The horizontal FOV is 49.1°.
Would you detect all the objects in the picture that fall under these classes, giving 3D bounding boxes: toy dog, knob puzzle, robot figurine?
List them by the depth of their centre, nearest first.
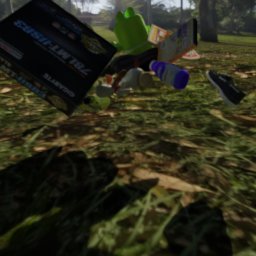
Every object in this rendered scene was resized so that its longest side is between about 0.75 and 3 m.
[{"bbox_3d":[-0.128,-1.582,8.753,1.264,0.923,1.917,-4,14,40],"label":"toy dog"},{"bbox_3d":[2.005,-3.550,11.756,2.632,0.365,2.632,19,37,-15],"label":"knob puzzle"},{"bbox_3d":[0.233,-4.068,12.588,2.120,2.417,1.398,-26,10,-8],"label":"robot figurine"}]

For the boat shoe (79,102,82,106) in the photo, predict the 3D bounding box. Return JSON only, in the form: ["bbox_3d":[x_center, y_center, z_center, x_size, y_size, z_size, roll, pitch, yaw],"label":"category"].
[{"bbox_3d":[-1.731,-0.831,8.295,0.803,0.304,0.242,28,26,17],"label":"boat shoe"}]

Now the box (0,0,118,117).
[{"bbox_3d":[-1.973,-2.063,7.569,2.737,0.680,2.717,35,48,-9],"label":"box"}]

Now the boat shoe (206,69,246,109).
[{"bbox_3d":[3.236,-1.439,9.270,0.758,0.605,2.005,21,34,-34],"label":"boat shoe"}]

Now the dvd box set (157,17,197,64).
[{"bbox_3d":[1.722,-2.943,9.941,0.252,1.255,1.716,25,-33,-30],"label":"dvd box set"}]

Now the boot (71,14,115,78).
[{"bbox_3d":[-1.590,-3.533,11.811,0.981,2.897,1.892,-28,46,39],"label":"boot"}]

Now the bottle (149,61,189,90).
[{"bbox_3d":[1.272,-1.756,8.990,0.489,0.625,1.497,-14,39,-34],"label":"bottle"}]

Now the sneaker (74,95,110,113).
[{"bbox_3d":[-1.100,-0.786,8.907,1.418,0.535,0.542,-14,-9,-41],"label":"sneaker"}]

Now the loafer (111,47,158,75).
[{"bbox_3d":[0.695,-2.617,11.675,2.840,1.021,0.894,-18,58,-23],"label":"loafer"}]
